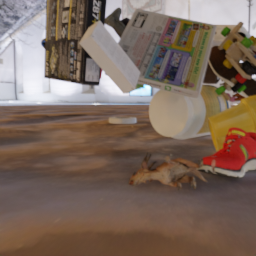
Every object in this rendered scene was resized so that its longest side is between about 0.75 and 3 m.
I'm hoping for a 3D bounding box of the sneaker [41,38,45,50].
[{"bbox_3d":[-2.279,-2.326,8.613,1.013,0.390,0.431,36,16,-15],"label":"sneaker"}]

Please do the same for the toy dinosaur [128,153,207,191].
[{"bbox_3d":[0.716,0.719,4.821,1.311,0.563,0.888,3,-2,-27],"label":"toy dinosaur"}]

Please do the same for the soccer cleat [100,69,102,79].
[{"bbox_3d":[-1.313,-2.840,11.373,0.622,1.823,0.667,-16,43,-18],"label":"soccer cleat"}]

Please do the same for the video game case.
[{"bbox_3d":[1.047,-2.322,8.266,2.665,2.927,0.323,16,-32,10],"label":"video game case"}]

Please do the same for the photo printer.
[{"bbox_3d":[3.594,-3.461,10.952,2.086,0.725,1.736,17,6,38],"label":"photo printer"}]

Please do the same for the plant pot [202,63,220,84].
[{"bbox_3d":[3.093,-2.514,11.764,1.667,1.558,1.558,29,20,26],"label":"plant pot"}]

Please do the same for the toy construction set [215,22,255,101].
[{"bbox_3d":[3.489,-2.512,8.237,2.104,1.938,2.522,-30,-16,-23],"label":"toy construction set"}]

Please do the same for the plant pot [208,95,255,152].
[{"bbox_3d":[2.913,0.033,7.291,1.426,1.515,1.515,-15,4,10],"label":"plant pot"}]

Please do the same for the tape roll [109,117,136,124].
[{"bbox_3d":[-0.312,-0.440,15.863,1.579,0.288,1.579,0,6,0],"label":"tape roll"}]

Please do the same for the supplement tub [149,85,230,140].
[{"bbox_3d":[2.226,-0.611,10.030,2.674,1.934,1.934,-6,9,-44],"label":"supplement tub"}]

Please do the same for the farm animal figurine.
[{"bbox_3d":[5.040,-2.122,12.959,1.151,1.848,2.288,-18,6,5],"label":"farm animal figurine"}]

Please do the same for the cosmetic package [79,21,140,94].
[{"bbox_3d":[-0.346,-1.450,5.922,0.372,1.468,0.606,-19,38,34],"label":"cosmetic package"}]

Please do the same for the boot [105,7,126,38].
[{"bbox_3d":[-0.175,-3.775,10.483,1.290,1.173,0.468,37,-30,-4],"label":"boot"}]

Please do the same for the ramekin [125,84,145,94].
[{"bbox_3d":[-0.071,-2.167,10.989,0.826,1.691,1.691,-26,4,6],"label":"ramekin"}]

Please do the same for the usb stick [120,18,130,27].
[{"bbox_3d":[0.258,-3.447,12.210,0.744,2.682,0.437,-27,14,0],"label":"usb stick"}]

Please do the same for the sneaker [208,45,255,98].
[{"bbox_3d":[3.784,-1.924,10.216,0.893,2.452,1.038,-41,-8,12],"label":"sneaker"}]

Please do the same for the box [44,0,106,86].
[{"bbox_3d":[-1.460,-2.493,7.285,0.643,2.619,2.111,-5,15,-43],"label":"box"}]

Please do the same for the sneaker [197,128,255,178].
[{"bbox_3d":[2.017,0.439,5.530,0.802,0.885,2.083,6,9,42],"label":"sneaker"}]
